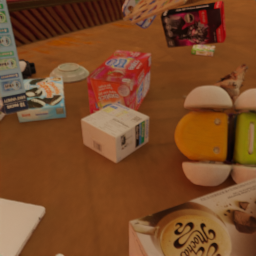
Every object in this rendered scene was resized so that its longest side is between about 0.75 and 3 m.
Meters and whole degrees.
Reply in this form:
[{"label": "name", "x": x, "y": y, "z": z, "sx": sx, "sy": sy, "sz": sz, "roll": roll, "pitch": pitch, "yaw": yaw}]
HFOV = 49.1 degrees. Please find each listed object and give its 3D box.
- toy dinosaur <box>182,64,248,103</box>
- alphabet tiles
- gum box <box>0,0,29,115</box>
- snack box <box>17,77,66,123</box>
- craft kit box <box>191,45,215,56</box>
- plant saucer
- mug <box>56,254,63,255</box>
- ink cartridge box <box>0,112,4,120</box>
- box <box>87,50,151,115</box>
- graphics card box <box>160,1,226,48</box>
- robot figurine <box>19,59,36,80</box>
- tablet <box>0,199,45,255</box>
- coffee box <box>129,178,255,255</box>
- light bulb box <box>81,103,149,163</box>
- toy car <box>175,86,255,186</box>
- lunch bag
[{"label": "toy dinosaur", "x": 3.091, "y": -1.211, "z": 9.659, "sx": 2.590, "sy": 1.111, "sz": 1.755, "roll": -17, "pitch": 23, "yaw": 2}, {"label": "alphabet tiles", "x": 0.796, "y": -2.605, "z": 5.241, "sx": 1.833, "sy": 0.083, "sz": 2.192, "roll": -51, "pitch": 27, "yaw": -16}, {"label": "gum box", "x": -2.755, "y": -1.546, "z": 5.630, "sx": 0.505, "sy": 2.269, "sz": 1.927, "roll": -19, "pitch": 23, "yaw": -33}, {"label": "snack box", "x": -3.012, "y": -1.087, "z": 9.899, "sx": 1.480, "sy": 0.473, "sz": 2.548, "roll": -7, "pitch": 33, "yaw": -11}, {"label": "craft kit box", "x": 4.003, "y": -4.144, "z": 14.922, "sx": 1.121, "sy": 0.275, "sz": 1.135, "roll": 8, "pitch": 33, "yaw": 17}, {"label": "plant saucer", "x": -2.553, "y": -2.453, "z": 12.102, "sx": 1.685, "sy": 0.423, "sz": 1.685, "roll": 0, "pitch": 33, "yaw": 0}, {"label": "mug", "x": -0.909, "y": 2.520, "z": 4.150, "sx": 0.828, "sy": 0.697, "sz": 0.944, "roll": 19, "pitch": 67, "yaw": 20}, {"label": "ink cartridge box", "x": -4.538, "y": -1.154, "z": 8.667, "sx": 1.110, "sy": 1.895, "sz": 2.623, "roll": 1, "pitch": 33, "yaw": 2}, {"label": "box", "x": -0.198, "y": -1.510, "z": 9.628, "sx": 1.405, "sy": 1.467, "sz": 2.942, "roll": 9, "pitch": 34, "yaw": 13}, {"label": "graphics card box", "x": 2.500, "y": -3.905, "z": 10.740, "sx": 2.276, "sy": 1.428, "sz": 0.579, "roll": 4, "pitch": 50, "yaw": 27}, {"label": "robot figurine", "x": -4.505, "y": -2.466, "z": 11.845, "sx": 1.127, "sy": 0.703, "sz": 0.846, "roll": -11, "pitch": 28, "yaw": -16}, {"label": "tablet", "x": -3.115, "y": 1.933, "z": 5.450, "sx": 2.532, "sy": 0.173, "sz": 1.648, "roll": 8, "pitch": 33, "yaw": 12}, {"label": "coffee box", "x": 1.527, "y": 1.973, "z": 4.522, "sx": 2.689, "sy": 1.073, "sz": 1.520, "roll": -12, "pitch": 34, "yaw": -18}, {"label": "light bulb box", "x": -0.337, "y": 0.077, "z": 7.718, "sx": 1.338, "sy": 0.843, "sz": 1.350, "roll": 26, "pitch": 41, "yaw": 35}, {"label": "toy car", "x": 2.383, "y": 0.243, "z": 6.754, "sx": 2.547, "sy": 2.229, "sz": 1.910, "roll": 3, "pitch": -4, "yaw": 6}, {"label": "lunch bag", "x": 0.520, "y": -3.697, "z": 8.276, "sx": 1.051, "sy": 1.311, "sz": 0.495, "roll": 28, "pitch": 26, "yaw": -21}]
